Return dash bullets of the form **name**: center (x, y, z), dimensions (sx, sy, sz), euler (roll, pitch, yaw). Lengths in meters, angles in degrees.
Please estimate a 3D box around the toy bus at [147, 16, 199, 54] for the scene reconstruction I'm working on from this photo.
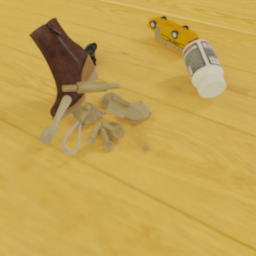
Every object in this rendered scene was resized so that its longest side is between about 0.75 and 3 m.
- **toy bus**: center (1.951, -4.177, 12.557), dimensions (0.801, 0.963, 2.460), euler (-32, 52, -27)

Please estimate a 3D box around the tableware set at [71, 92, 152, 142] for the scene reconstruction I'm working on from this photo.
- **tableware set**: center (-0.539, -0.460, 9.212), dimensions (1.950, 0.271, 2.334), euler (34, 53, 29)

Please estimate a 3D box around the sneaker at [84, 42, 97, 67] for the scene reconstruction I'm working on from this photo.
- **sneaker**: center (-1.522, -2.984, 11.633), dimensions (0.855, 0.571, 1.493), euler (19, 50, 17)

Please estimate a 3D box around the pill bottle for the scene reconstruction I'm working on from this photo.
- **pill bottle**: center (2.705, -2.098, 9.996), dimensions (1.123, 1.123, 1.939), euler (-6, 58, -6)

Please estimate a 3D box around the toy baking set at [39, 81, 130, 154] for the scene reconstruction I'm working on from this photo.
- **toy baking set**: center (-1.121, -0.316, 7.870), dimensions (2.650, 2.034, 0.308), euler (-2, -2, -24)

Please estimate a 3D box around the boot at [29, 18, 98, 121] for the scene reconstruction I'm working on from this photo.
- **boot**: center (-2.200, -1.802, 8.534), dimensions (1.038, 2.386, 2.869), euler (-20, 32, 35)
